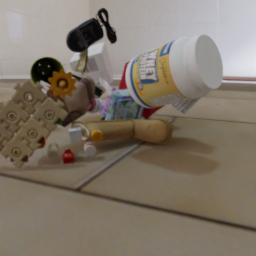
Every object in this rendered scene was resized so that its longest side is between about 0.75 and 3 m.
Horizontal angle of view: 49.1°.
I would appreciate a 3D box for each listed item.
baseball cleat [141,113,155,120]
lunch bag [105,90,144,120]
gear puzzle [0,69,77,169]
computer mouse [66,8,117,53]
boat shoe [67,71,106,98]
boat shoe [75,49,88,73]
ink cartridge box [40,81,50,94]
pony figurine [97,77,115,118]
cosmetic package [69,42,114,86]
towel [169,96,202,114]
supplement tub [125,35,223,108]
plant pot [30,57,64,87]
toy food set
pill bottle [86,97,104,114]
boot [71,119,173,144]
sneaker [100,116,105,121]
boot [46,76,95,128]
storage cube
[{"bbox_3d":[0.856,-0.772,13.137,0.849,0.556,1.594,-13,23,6],"label":"baseball cleat"},{"bbox_3d":[-0.085,-0.614,10.158,1.299,1.616,0.666,-6,41,-29],"label":"lunch bag"},{"bbox_3d":[-2.316,-0.391,6.861,1.410,2.722,0.356,42,8,-10],"label":"gear puzzle"},{"bbox_3d":[-1.218,-2.876,8.692,1.627,1.126,0.429,-32,29,-16],"label":"computer mouse"},{"bbox_3d":[-1.450,-1.473,9.405,1.435,0.447,0.535,30,5,-5],"label":"boat shoe"},{"bbox_3d":[-1.471,-2.233,8.964,0.322,1.027,0.377,6,-30,-3],"label":"boat shoe"},{"bbox_3d":[-3.234,-1.077,10.811,0.768,1.326,0.442,27,46,0],"label":"ink cartridge box"},{"bbox_3d":[-0.566,-1.064,11.491,1.853,1.543,1.789,-17,53,-41],"label":"pony figurine"},{"bbox_3d":[-1.494,-2.613,11.998,1.406,1.408,1.706,-14,29,10],"label":"cosmetic package"},{"bbox_3d":[1.649,-1.518,8.665,1.651,1.994,0.853,40,60,4],"label":"towel"},{"bbox_3d":[1.138,-1.385,7.120,2.093,1.514,1.514,-10,3,45],"label":"supplement tub"},{"bbox_3d":[-3.477,-2.385,11.772,1.360,1.360,1.454,-6,22,-22],"label":"plant pot"},{"bbox_3d":[-1.621,0.426,7.806,1.815,0.867,0.817,-11,15,-11],"label":"toy food set"},{"bbox_3d":[-1.520,-0.934,10.945,0.698,0.698,1.236,8,0,31],"label":"pill bottle"},{"bbox_3d":[-0.194,0.131,8.771,2.483,0.821,2.174,-2,3,-37],"label":"boot"},{"bbox_3d":[-0.673,-0.573,12.047,1.192,0.400,0.535,-30,10,2],"label":"sneaker"},{"bbox_3d":[-1.624,-1.003,8.448,0.760,2.164,1.582,32,65,10],"label":"boot"},{"bbox_3d":[0.778,-1.659,11.046,1.885,1.695,1.611,37,47,18],"label":"storage cube"}]
